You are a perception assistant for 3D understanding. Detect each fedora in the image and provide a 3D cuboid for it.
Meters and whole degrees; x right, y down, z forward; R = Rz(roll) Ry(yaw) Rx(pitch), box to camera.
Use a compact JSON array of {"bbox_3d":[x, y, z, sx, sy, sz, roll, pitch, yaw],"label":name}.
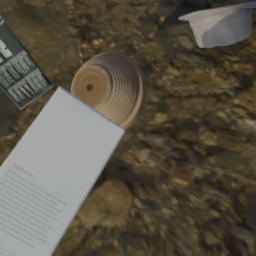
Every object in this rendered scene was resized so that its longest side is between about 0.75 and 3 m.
[{"bbox_3d":[2.336,-2.539,7.111,1.982,0.895,1.753,-18,16,-22],"label":"fedora"}]

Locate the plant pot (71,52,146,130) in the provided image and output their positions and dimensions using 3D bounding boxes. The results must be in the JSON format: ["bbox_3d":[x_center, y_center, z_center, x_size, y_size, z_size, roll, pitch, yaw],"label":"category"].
[{"bbox_3d":[-0.635,-0.834,6.365,1.938,0.895,1.938,-1,87,26],"label":"plant pot"}]

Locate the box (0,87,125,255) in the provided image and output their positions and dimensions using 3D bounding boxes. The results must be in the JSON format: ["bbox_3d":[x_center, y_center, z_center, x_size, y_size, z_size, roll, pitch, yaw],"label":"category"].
[{"bbox_3d":[-1.065,0.675,3.529,0.967,1.234,1.984,34,71,-10],"label":"box"}]

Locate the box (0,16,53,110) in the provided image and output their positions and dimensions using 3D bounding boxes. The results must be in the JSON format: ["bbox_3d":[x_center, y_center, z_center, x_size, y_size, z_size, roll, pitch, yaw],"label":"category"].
[{"bbox_3d":[-2.788,-1.678,6.116,0.907,2.106,1.725,-38,34,-8],"label":"box"}]
